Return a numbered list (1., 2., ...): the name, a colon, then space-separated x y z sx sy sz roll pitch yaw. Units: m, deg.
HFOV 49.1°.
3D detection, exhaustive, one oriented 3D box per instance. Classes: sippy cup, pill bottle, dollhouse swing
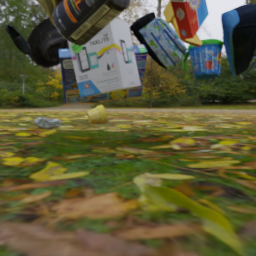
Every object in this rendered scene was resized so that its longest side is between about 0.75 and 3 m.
1. sippy cup: 2.820 -2.421 10.157 1.301 1.214 1.656 -1 -3 -10
2. pill bottle: -0.489 -1.993 4.412 1.422 0.755 0.755 -28 -13 35
3. dollhouse swing: 1.784 -3.055 7.767 1.225 1.113 1.077 -1 47 -44

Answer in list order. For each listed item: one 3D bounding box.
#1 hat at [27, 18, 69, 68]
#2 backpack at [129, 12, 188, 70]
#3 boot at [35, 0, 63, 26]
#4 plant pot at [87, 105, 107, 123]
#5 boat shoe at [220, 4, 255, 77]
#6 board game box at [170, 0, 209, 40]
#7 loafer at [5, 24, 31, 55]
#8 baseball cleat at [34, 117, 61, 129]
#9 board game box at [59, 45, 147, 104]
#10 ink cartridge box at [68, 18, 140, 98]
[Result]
1. hat: -2.870 -3.222 10.958 2.041 2.041 0.823 -5 31 -41
2. backpack: 1.114 -2.985 9.755 1.546 2.011 1.640 -26 14 5
3. boot: -2.215 -3.292 6.880 1.343 0.626 1.736 24 -15 0
4. plant pot: -1.825 -0.700 16.167 0.953 1.013 1.013 -18 10 -15
5. boat shoe: 2.916 -1.967 6.796 1.018 1.247 2.964 -17 -5 18
6. board game box: 1.162 -2.579 5.455 0.268 1.327 1.015 6 48 37
7. loafer: -3.088 -2.464 7.852 0.319 0.939 0.330 -37 16 -8
8. baseball cleat: -3.863 -0.177 13.074 0.804 0.527 1.510 -5 -8 35
9. board game box: -0.770 -1.656 8.771 2.583 1.748 0.445 -6 47 -12
10. ink cartridge box: -0.594 -1.758 7.149 1.243 1.694 1.237 -9 7 24
